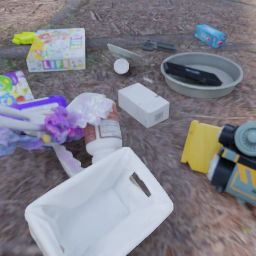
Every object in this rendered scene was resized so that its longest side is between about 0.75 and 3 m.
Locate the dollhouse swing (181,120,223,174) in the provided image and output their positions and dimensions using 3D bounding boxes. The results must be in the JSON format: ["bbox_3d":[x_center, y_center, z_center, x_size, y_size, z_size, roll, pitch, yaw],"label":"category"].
[{"bbox_3d":[2.034,0.484,6.269,1.378,1.211,1.252,15,82,17],"label":"dollhouse swing"}]

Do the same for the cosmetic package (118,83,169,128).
[{"bbox_3d":[0.389,-0.626,7.440,0.741,0.533,1.313,-27,46,-27],"label":"cosmetic package"}]

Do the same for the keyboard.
[{"bbox_3d":[1.959,-1.586,8.515,1.786,0.229,1.072,11,29,-8],"label":"keyboard"}]

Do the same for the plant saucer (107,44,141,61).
[{"bbox_3d":[-0.162,-2.386,9.051,1.143,0.287,1.143,19,14,-5],"label":"plant saucer"}]

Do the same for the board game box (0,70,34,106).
[{"bbox_3d":[-3.335,-0.687,6.981,1.668,0.859,0.875,-22,85,-25],"label":"board game box"}]

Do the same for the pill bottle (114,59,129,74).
[{"bbox_3d":[-0.203,-2.013,9.124,0.467,0.467,0.780,1,14,1],"label":"pill bottle"}]

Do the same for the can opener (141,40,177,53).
[{"bbox_3d":[1.201,-3.117,10.851,1.341,0.353,0.446,13,75,19],"label":"can opener"}]

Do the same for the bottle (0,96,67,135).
[{"bbox_3d":[-2.462,-0.225,6.499,2.081,0.869,0.679,-16,82,-31],"label":"bottle"}]

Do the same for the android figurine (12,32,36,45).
[{"bbox_3d":[-4.192,-3.719,11.617,1.187,0.244,1.080,27,45,31],"label":"android figurine"}]

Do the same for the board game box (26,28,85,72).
[{"bbox_3d":[-2.568,-2.985,10.472,1.897,0.483,2.822,-5,38,-6],"label":"board game box"}]

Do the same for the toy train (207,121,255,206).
[{"bbox_3d":[2.656,0.862,4.771,2.574,1.467,1.097,24,6,25],"label":"toy train"}]

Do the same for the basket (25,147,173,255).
[{"bbox_3d":[-0.460,1.330,4.164,1.812,1.118,1.228,-29,74,-35],"label":"basket"}]

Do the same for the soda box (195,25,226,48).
[{"bbox_3d":[3.364,-3.801,11.540,0.490,0.464,1.445,-14,41,-17],"label":"soda box"}]

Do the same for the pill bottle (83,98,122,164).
[{"bbox_3d":[-0.520,0.117,5.657,0.727,0.727,1.297,-7,71,-9],"label":"pill bottle"}]

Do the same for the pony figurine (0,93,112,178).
[{"bbox_3d":[-1.475,0.067,5.412,2.308,1.922,2.228,5,15,-39],"label":"pony figurine"}]

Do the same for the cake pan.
[{"bbox_3d":[2.273,-1.684,8.846,2.495,0.458,2.495,0,38,0],"label":"cake pan"}]
